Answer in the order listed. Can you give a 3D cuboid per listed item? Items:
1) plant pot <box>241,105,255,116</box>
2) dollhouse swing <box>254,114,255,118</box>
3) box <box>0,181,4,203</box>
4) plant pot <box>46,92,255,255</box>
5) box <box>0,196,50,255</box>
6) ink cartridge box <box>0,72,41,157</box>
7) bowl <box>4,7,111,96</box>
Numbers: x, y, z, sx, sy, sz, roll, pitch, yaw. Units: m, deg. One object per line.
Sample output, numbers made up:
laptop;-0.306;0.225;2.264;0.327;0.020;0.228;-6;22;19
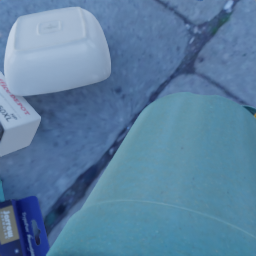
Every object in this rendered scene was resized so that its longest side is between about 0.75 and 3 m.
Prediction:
plant pot;2.583;0.078;6.548;0.969;0.911;0.969;0;75;-1
dollhouse swing;2.805;0.713;3.874;2.672;2.428;2.349;46;35;18
box;-4.361;1.674;5.962;2.917;1.200;0.717;-16;78;-4
plant pot;0.694;1.154;3.597;2.833;2.833;2.775;20;45;5
box;-3.211;2.640;5.962;2.833;0.459;1.716;-16;75;-11
ink cartridge box;-3.402;-0.177;5.802;1.776;1.034;2.456;46;36;13
bowl;-1.743;-1.985;6.630;2.466;0.921;2.463;-12;48;-3
